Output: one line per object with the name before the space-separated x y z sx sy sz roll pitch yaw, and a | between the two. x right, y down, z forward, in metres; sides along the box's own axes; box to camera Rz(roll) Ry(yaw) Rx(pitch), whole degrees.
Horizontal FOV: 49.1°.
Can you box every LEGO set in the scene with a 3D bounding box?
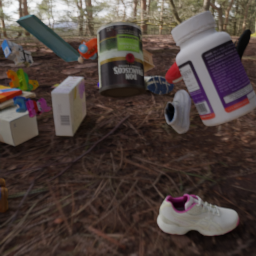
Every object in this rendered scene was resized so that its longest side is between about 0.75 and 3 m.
LEGO set | -2.885 -1.203 8.225 0.812 2.129 0.874 -26 -13 36

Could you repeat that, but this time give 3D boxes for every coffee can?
coffee can | -0.205 -1.858 7.944 1.312 1.793 1.312 -3 -6 0

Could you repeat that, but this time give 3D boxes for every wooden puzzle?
wooden puzzle | -5.532 -1.293 11.614 2.285 0.460 2.470 13 27 28

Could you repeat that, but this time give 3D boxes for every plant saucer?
plant saucer | -2.954 -3.401 10.811 0.944 0.256 2.701 2 -20 34

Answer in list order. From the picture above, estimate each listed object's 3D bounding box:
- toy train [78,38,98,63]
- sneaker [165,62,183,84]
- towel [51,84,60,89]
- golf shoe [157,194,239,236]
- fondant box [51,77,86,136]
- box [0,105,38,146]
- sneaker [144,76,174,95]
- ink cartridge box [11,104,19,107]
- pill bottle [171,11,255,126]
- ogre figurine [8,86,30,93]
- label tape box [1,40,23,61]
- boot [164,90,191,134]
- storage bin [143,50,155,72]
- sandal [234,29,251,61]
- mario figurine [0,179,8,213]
toy train | -0.846 -3.043 10.473 1.863 0.690 2.480 -35 -14 17
sneaker | 2.640 -3.536 13.401 2.808 1.622 1.100 -47 49 1
towel | -4.170 -2.544 17.422 1.074 0.122 0.771 7 24 14
golf shoe | 1.646 1.964 6.428 1.908 0.873 0.718 0 23 -5
fondant box | -2.426 -0.987 11.851 0.731 1.811 2.510 1 24 3
box | -5.020 -0.255 11.133 2.692 1.046 1.278 14 28 28
sneaker | 1.455 -2.667 16.646 2.712 1.045 1.155 11 22 22
ink cartridge box | -5.660 -1.024 12.869 1.657 1.038 1.065 2 24 3
pill bottle | 2.232 -1.576 7.550 1.531 2.748 1.531 -25 5 2
ogre figurine | -6.018 -1.953 15.197 1.193 0.977 1.990 -26 15 -12
label tape box | -4.233 -2.864 10.777 1.052 0.348 0.754 10 44 -53
boot | 1.303 -0.564 7.436 0.505 0.656 1.372 -24 48 35
storage bin | 0.225 -3.185 13.578 1.492 0.699 1.482 -21 -24 38
sandal | 3.687 -2.655 9.401 0.507 1.348 0.323 -11 39 -32
mario figurine | -4.256 1.942 6.795 2.385 1.264 1.472 -2 -14 -30
